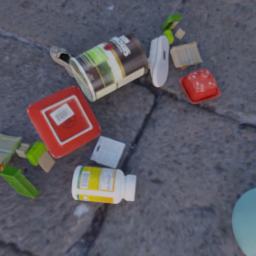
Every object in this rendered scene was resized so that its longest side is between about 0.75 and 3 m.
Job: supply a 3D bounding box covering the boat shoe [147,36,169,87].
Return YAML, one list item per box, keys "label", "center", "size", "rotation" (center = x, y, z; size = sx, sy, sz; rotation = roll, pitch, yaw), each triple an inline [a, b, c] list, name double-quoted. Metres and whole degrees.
- label: "boat shoe"
  center: [1.156, -2.719, 11.616]
  size: [0.768, 0.780, 2.201]
  rotation: [-4, 77, 42]

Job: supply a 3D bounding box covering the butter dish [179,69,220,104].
- label: "butter dish"
  center: [2.885, -1.809, 10.997]
  size: [1.340, 0.993, 1.344]
  rotation: [-18, 66, -8]

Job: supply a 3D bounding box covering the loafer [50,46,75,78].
- label: "loafer"
  center: [-2.631, -2.912, 11.744]
  size: [0.688, 0.602, 1.914]
  rotation: [-39, 70, -17]

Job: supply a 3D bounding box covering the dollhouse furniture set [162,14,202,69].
- label: "dollhouse furniture set"
  center: [2.180, -3.631, 12.236]
  size: [1.196, 0.924, 2.394]
  rotation: [-16, 84, -16]

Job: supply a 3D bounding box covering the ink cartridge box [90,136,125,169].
- label: "ink cartridge box"
  center: [-0.732, 0.887, 10.128]
  size: [0.993, 0.215, 0.975]
  rotation: [18, 68, 10]

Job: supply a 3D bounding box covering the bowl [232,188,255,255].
- label: "bowl"
  center: [4.725, 2.938, 8.495]
  size: [2.661, 1.392, 2.661]
  rotation: [0, 64, -1]

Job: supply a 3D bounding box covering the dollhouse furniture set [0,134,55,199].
- label: "dollhouse furniture set"
  center: [-3.916, 1.260, 9.782]
  size: [2.390, 1.199, 1.565]
  rotation: [6, 49, 31]

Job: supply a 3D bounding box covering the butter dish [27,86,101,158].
- label: "butter dish"
  center: [-2.342, -0.175, 9.976]
  size: [2.021, 1.494, 2.015]
  rotation: [-31, 98, -27]

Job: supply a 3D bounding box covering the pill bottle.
- label: "pill bottle"
  center: [-0.751, 1.875, 9.156]
  size: [1.957, 1.104, 1.104]
  rotation: [5, 64, 2]

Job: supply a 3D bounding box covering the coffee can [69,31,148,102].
- label: "coffee can"
  center: [-0.736, -2.352, 10.797]
  size: [2.477, 1.813, 1.813]
  rotation: [-31, 68, -13]
